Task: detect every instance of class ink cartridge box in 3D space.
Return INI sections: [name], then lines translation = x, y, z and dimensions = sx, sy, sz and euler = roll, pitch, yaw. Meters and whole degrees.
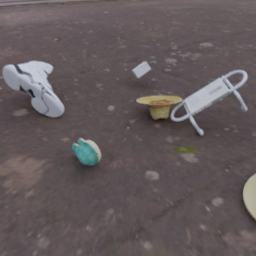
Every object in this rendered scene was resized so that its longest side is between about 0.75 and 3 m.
[ink cartridge box]
translation = 0.560, -2.538, 12.303
dimensions = 0.705, 0.399, 0.962
euler = -35, 11, 4

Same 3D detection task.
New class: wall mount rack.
[wall mount rack]
translation = 2.774, -0.978, 9.641
dimensions = 2.733, 1.019, 2.375
euler = -31, 31, 17

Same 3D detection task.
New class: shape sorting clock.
[shape sorting clock]
translation = 3.794, 1.709, 6.397
dimensions = 2.182, 0.428, 2.182
euler = -3, 34, 2

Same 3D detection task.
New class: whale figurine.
[whale figurine]
translation = -1.240, 0.705, 7.725
dimensions = 1.058, 0.842, 0.549
euler = 5, 34, 44

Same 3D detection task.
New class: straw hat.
[straw hat]
translation = 1.112, -0.654, 9.948
dimensions = 1.709, 0.723, 1.709
euler = -4, 15, 1

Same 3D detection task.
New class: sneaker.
[sneaker]
translation = -3.194, -1.602, 10.560
dimensions = 2.726, 1.024, 1.567
euler = 37, 41, 7
